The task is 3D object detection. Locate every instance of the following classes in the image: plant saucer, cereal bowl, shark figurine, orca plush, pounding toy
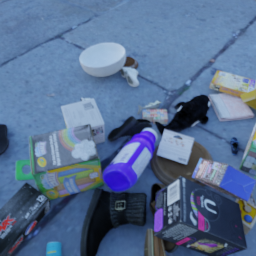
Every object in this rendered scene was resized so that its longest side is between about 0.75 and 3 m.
[{"bbox_3d":[2.013,1.220,10.366,2.357,0.347,2.357,-1,48,1],"label":"plant saucer"},{"bbox_3d":[-0.100,-3.364,14.574,1.284,0.235,1.284,0,49,0],"label":"plant saucer"},{"bbox_3d":[-1.196,-3.248,13.879,2.275,0.947,2.275,-6,44,6],"label":"cereal bowl"},{"bbox_3d":[5.503,-1.045,11.675,1.337,1.336,0.324,29,81,-4],"label":"plant saucer"},{"bbox_3d":[1.020,-0.839,12.195,1.180,0.492,0.705,-19,17,-26],"label":"shark figurine"},{"bbox_3d":[2.410,-0.778,11.670,2.970,1.056,1.563,-22,51,-18],"label":"orca plush"},{"bbox_3d":[3.631,2.594,8.863,0.921,0.711,1.001,33,56,26],"label":"pounding toy"}]

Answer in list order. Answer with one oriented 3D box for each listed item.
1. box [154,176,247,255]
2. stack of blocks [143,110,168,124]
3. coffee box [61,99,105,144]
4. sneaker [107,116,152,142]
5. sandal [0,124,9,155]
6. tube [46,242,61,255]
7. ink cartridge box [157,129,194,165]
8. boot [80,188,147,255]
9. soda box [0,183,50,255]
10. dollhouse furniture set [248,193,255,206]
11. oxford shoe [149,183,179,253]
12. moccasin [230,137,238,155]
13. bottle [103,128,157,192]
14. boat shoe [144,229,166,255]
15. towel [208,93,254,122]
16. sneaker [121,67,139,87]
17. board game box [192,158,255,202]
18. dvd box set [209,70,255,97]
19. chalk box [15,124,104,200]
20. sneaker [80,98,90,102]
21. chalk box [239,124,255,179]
[{"bbox_3d":[2.004,2.568,7.893,2.276,1.207,1.391,26,44,-18],"label":"box"},{"bbox_3d":[1.139,-0.471,11.906,1.023,0.299,0.589,0,48,0],"label":"stack of blocks"},{"bbox_3d":[-1.722,-0.131,10.846,1.309,1.295,1.307,-16,58,-13],"label":"coffee box"},{"bbox_3d":[0.059,0.145,11.124,1.693,0.883,0.508,-40,37,15],"label":"sneaker"},{"bbox_3d":[-5.020,0.561,10.956,0.779,0.468,2.075,-7,34,-14],"label":"sandal"},{"bbox_3d":[-2.095,4.063,7.798,0.626,0.407,1.617,-15,54,9],"label":"tube"},{"bbox_3d":[1.705,0.672,10.052,1.124,0.990,0.251,18,7,15],"label":"ink cartridge box"},{"bbox_3d":[-0.377,2.893,8.457,1.791,0.902,2.396,8,48,7],"label":"boot"},{"bbox_3d":[-3.597,3.069,8.205,1.012,0.906,2.861,31,54,12],"label":"soda box"},{"bbox_3d":[3.897,2.356,9.310,0.645,0.369,0.757,0,48,0],"label":"dollhouse furniture set"},{"bbox_3d":[1.003,2.666,8.538,0.797,0.926,2.194,-37,38,24],"label":"oxford shoe"},{"bbox_3d":[4.175,0.664,10.869,0.350,0.297,0.870,2,45,9],"label":"moccasin"},{"bbox_3d":[0.232,0.999,9.904,0.933,1.194,2.859,54,39,-11],"label":"bottle"},{"bbox_3d":[0.968,4.166,7.322,0.991,1.049,2.915,0,58,-3],"label":"boat shoe"},{"bbox_3d":[4.526,-0.987,12.409,1.532,0.258,1.604,-6,49,-6],"label":"towel"},{"bbox_3d":[0.231,-2.561,13.639,0.731,0.574,1.472,-18,51,-20],"label":"sneaker"},{"bbox_3d":[2.996,1.616,8.888,1.190,1.493,0.723,28,82,-15],"label":"board game box"},{"bbox_3d":[5.061,-1.975,13.036,2.251,0.331,1.647,19,38,16],"label":"dvd box set"},{"bbox_3d":[-2.351,1.227,9.448,2.687,1.663,1.672,-13,48,-9],"label":"chalk box"},{"bbox_3d":[-1.706,-0.893,12.227,0.496,0.460,1.223,-9,50,-22],"label":"sneaker"},{"bbox_3d":[4.911,0.941,9.942,1.335,1.342,2.157,21,52,18],"label":"chalk box"}]
